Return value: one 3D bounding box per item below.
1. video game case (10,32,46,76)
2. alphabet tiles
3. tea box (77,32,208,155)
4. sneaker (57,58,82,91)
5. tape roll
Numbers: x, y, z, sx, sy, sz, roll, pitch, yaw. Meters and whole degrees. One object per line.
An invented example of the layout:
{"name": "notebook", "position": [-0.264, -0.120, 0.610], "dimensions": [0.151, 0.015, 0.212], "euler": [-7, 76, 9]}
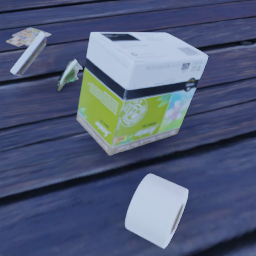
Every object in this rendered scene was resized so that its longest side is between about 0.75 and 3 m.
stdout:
{"name": "video game case", "position": [-2.766, -2.028, 7.909], "dimensions": [1.292, 0.158, 1.807], "euler": [-53, 18, -3]}
{"name": "alphabet tiles", "position": [-3.981, -3.574, 11.029], "dimensions": [1.200, 0.054, 1.436], "euler": [24, 47, 24]}
{"name": "tea box", "position": [0.247, -0.835, 6.126], "dimensions": [2.138, 2.104, 1.429], "euler": [-15, 45, -37]}
{"name": "sneaker", "position": [-1.716, -1.509, 8.318], "dimensions": [1.081, 0.479, 0.416], "euler": [-58, 25, -4]}
{"name": "tape roll", "position": [0.509, 1.395, 4.787], "dimensions": [0.716, 1.043, 1.043], "euler": [20, 46, 22]}
